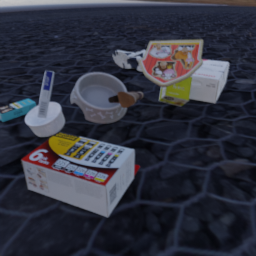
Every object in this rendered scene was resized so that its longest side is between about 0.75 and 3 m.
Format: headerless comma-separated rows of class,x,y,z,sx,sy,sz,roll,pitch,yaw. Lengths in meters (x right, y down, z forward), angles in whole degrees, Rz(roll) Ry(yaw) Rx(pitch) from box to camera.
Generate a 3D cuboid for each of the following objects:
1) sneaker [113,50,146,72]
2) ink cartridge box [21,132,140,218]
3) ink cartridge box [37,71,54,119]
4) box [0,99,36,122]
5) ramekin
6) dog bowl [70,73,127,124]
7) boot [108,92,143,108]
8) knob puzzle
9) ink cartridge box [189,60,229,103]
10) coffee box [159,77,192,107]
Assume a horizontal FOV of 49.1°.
sneaker,0.392,-3.940,15.875,2.308,0.921,1.502,17,33,27
ink cartridge box,-1.106,0.948,7.334,2.364,0.991,2.076,12,31,21
ink cartridge box,-2.064,-0.819,6.977,0.229,1.128,1.130,10,2,-17
box,-4.332,-0.700,10.831,0.579,0.346,1.408,26,39,37
ramekin,-2.741,-0.257,9.401,1.240,0.605,1.240,-10,40,9
dog bowl,-0.943,-1.104,9.624,2.020,0.592,2.020,8,51,-10
boot,0.081,-0.922,8.471,0.982,0.472,1.343,-15,16,-38
knob puzzle,1.357,-2.212,9.152,2.348,0.326,2.348,-8,53,11
ink cartridge box,3.302,-2.222,12.682,1.953,1.103,2.666,13,33,23
coffee box,1.821,-1.487,10.886,0.967,0.969,0.958,12,-10,-6
